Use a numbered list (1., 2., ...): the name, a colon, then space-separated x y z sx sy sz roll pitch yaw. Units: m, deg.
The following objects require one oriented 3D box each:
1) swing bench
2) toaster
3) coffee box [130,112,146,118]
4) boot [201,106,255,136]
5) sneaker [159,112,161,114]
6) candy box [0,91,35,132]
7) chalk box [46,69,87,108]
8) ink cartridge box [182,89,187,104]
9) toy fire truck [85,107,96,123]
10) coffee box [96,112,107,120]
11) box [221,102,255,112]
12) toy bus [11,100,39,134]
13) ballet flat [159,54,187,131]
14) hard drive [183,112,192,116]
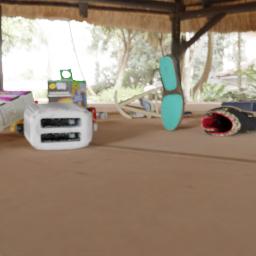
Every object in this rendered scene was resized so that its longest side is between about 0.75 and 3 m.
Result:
1. swing bench: 0.503 -1.443 16.452 2.710 1.758 2.695 -5 7 -1
2. toaster: -1.796 -0.054 6.987 1.954 1.110 1.262 0 8 -24
3. coffee box: 0.589 -0.776 16.329 0.844 0.337 0.477 3 7 23
4. boot: 3.232 -0.245 9.671 1.876 0.912 2.491 -4 14 -35
5. sneaker: 2.393 -0.948 16.088 0.604 0.702 1.659 3 5 -28
6. candy box: -4.208 -0.377 8.199 1.732 0.775 2.541 3 25 25
7. chalk box: -3.450 -1.959 15.962 1.722 2.759 1.710 2 7 18
8. ink cartridge box: 2.388 -1.355 14.343 0.661 1.151 1.585 -9 -29 -7
9. toy fire truck: -1.935 -0.522 12.396 1.411 1.031 1.603 3 17 25
10. coffee box: -1.571 -0.689 15.380 0.556 0.388 0.972 2 7 14
11. box: 5.250 -0.687 12.792 1.405 0.990 1.898 7 9 40
12. toy bus: -3.427 -0.392 9.681 1.210 1.162 0.821 -4 9 -17
13. ballet flat: 1.733 -1.313 10.388 0.943 2.774 0.949 3 12 35
14. hard drive: 3.422 -0.938 18.225 0.899 0.212 1.289 7 9 44
